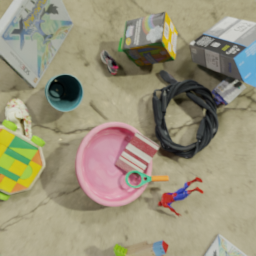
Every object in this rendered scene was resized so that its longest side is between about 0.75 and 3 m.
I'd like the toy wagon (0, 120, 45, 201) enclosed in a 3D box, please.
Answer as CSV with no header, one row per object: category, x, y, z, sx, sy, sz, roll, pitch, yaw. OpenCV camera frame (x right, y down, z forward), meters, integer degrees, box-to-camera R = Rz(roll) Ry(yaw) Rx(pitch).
toy wagon,-4.051,0.859,8.610,2.823,0.559,2.191,34,87,-19

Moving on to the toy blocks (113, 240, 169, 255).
toy blocks,0.733,4.053,7.848,1.493,1.092,2.185,-23,92,16

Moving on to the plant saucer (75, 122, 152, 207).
plant saucer,-0.462,1.104,8.655,2.534,0.642,2.534,3,83,-29

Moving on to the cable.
cable,1.948,-0.274,9.425,2.155,0.671,2.641,-8,77,-3

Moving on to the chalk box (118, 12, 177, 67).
chalk box,0.564,-2.951,9.626,1.930,1.195,1.201,-1,72,31

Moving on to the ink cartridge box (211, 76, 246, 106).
ink cartridge box,3.437,-1.271,9.769,1.045,0.399,0.713,-41,81,-6

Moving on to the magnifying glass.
magnifying glass,0.581,1.589,8.709,1.369,0.153,0.545,1,71,-9

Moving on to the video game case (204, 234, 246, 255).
video game case,2.975,4.072,8.599,1.160,0.128,1.057,37,79,9

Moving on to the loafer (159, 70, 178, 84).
loafer,1.469,-1.763,10.038,0.828,0.261,0.298,42,110,14

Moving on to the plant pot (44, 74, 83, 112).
plant pot,-2.229,-1.198,9.288,1.191,1.119,1.191,-6,103,-28

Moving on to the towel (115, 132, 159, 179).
towel,0.292,0.860,8.810,0.897,0.142,1.245,33,94,-9

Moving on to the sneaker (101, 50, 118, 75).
sneaker,-0.634,-2.395,10.021,0.396,0.366,0.982,-24,74,-30

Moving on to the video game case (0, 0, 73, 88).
video game case,-2.970,-3.094,9.088,0.321,2.659,2.917,23,77,14

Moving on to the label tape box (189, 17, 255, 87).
label tape box,3.700,-2.574,9.141,1.946,0.854,2.698,-39,47,-16

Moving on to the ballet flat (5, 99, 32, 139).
ballet flat,-3.651,-0.025,9.315,0.859,0.726,2.271,-19,76,-1

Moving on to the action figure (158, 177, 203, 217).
action figure,1.680,2.167,8.564,0.860,1.737,0.567,35,42,-23
